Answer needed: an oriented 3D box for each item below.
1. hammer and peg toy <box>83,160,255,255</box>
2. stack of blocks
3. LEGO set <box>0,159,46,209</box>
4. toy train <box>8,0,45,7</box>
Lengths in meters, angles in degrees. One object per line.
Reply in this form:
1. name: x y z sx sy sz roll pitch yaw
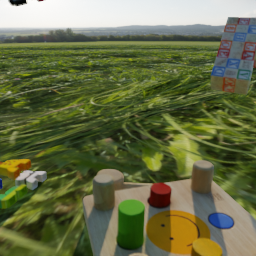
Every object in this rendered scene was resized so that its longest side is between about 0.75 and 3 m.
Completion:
1. hammer and peg toy: 0.489 1.044 3.502 2.002 0.960 2.722 -5 21 -14
2. stack of blocks: 2.844 -1.820 6.931 1.140 0.580 1.979 12 65 22
3. LEGO set: -2.105 0.879 4.421 0.714 0.663 1.739 6 20 16
4. toy train: -2.135 -3.208 6.723 1.474 0.338 0.251 -21 -6 -12
